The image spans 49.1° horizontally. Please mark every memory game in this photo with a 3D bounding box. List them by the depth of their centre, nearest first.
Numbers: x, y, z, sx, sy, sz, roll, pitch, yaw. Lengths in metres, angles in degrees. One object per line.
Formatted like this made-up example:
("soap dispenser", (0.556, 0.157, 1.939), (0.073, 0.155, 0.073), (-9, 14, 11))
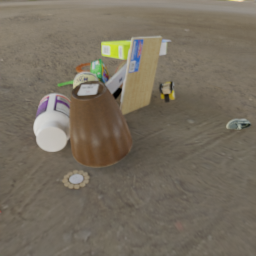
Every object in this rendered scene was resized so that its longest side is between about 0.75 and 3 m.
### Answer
("memory game", (-1.683, 1.670, 9.096), (0.872, 0.056, 0.872), (0, 31, 0))

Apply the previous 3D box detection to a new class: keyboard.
("keyboard", (-0.347, -2.213, 12.356), (0.148, 0.779, 2.768), (24, 48, 16))

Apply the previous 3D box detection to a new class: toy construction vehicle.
("toy construction vehicle", (1.119, -1.598, 13.625), (2.299, 0.930, 2.641), (-9, 22, 13))

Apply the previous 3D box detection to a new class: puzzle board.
("puzzle board", (0.479, -2.117, 11.194), (0.258, 2.962, 2.232), (23, 28, 27))

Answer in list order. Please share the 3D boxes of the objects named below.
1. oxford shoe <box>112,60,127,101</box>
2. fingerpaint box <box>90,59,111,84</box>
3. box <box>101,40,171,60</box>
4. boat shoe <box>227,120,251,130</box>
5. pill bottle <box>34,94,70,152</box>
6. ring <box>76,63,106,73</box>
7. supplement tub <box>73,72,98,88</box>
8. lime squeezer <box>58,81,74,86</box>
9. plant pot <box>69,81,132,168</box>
("oxford shoe", (-0.315, -2.197, 13.305), (0.722, 2.050, 0.767), (14, 23, -19))
("fingerpaint box", (-1.180, -2.136, 12.514), (0.547, 1.244, 1.491), (-17, 43, 12))
("box", (0.375, -3.447, 12.120), (2.656, 0.633, 1.620), (-16, 27, -34))
("boat shoe", (4.619, -0.119, 11.650), (1.107, 0.403, 0.342), (-8, 28, -22))
("pill bottle", (-2.848, -0.215, 10.801), (1.410, 1.410, 2.530), (-5, 30, -7))
("ring", (-2.362, -3.862, 17.875), (1.962, 0.188, 1.962), (0, 33, 0))
("supplement tub", (-1.629, -1.397, 10.867), (1.024, 1.024, 1.412), (-3, 43, -4))
("lime squeezer", (-2.634, -2.742, 15.972), (2.619, 0.494, 0.925), (-29, 12, -36))
("plant pot", (-1.060, -0.286, 9.163), (2.158, 2.309, 2.158), (-5, 39, 5))
